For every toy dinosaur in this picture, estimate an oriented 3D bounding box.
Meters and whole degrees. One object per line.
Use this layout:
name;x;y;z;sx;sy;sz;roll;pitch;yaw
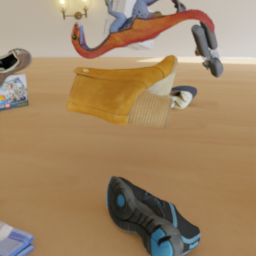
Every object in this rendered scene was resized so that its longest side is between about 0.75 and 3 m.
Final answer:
toy dinosaur;-0.052;-2.434;6.627;2.699;1.562;2.974;-39;41;5

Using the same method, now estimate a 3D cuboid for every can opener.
can opener;2.479;-2.361;8.362;0.794;0.628;2.388;48;6;33

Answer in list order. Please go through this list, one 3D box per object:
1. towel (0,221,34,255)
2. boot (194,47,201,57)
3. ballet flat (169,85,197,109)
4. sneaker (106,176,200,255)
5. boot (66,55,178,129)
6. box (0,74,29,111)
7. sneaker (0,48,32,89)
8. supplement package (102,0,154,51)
towel;-2.331;1.512;3.594;1.879;0.224;1.380;11;21;30
boot;2.847;-3.040;11.270;0.460;0.449;1.220;-13;-2;28
ballet flat;1.722;-1.129;11.016;2.775;1.014;1.014;-2;17;-27
sneaker;0.265;1.238;4.035;0.690;0.617;1.684;1;22;-37
boot;-0.048;-0.952;5.416;1.843;0.906;2.574;14;36;3
box;-4.834;-1.351;10.829;0.359;1.300;1.904;13;22;35
sneaker;-1.905;-0.824;4.025;1.059;0.373;0.400;-34;-3;8
supplement package;0.099;-3.632;9.917;0.943;1.324;1.700;13;5;42
